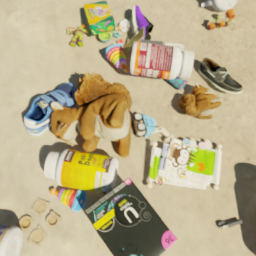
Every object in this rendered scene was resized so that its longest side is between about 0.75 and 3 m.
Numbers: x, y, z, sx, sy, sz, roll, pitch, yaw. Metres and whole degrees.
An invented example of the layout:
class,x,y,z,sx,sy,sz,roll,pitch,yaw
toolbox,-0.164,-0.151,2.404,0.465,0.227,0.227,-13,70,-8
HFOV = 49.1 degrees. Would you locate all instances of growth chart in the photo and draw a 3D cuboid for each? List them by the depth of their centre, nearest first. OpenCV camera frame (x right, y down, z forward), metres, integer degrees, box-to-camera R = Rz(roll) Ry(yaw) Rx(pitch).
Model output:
class,x,y,z,sx,sy,sz,roll,pitch,yaw
growth chart,2.055,1.266,10.060,2.738,0.243,1.981,4,69,-3

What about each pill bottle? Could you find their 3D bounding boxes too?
class,x,y,z,sx,sy,sz,roll,pitch,yaw
pill bottle,-4.585,3.563,8.452,2.356,1.308,1.308,4,64,3
pill bottle,-1.570,1.442,9.495,2.319,1.267,1.267,9,65,4
pill bottle,1.284,-2.578,10.936,2.334,1.279,1.279,8,64,2

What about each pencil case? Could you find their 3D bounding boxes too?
class,x,y,z,sx,sy,sz,roll,pitch,yaw
pencil case,1.886,-2.065,11.633,0.517,0.476,1.118,-45,72,0

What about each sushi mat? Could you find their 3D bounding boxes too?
class,x,y,z,sx,sy,sz,roll,pitch,yaw
sushi mat,0.238,-3.670,11.971,0.085,1.400,0.670,27,50,-28

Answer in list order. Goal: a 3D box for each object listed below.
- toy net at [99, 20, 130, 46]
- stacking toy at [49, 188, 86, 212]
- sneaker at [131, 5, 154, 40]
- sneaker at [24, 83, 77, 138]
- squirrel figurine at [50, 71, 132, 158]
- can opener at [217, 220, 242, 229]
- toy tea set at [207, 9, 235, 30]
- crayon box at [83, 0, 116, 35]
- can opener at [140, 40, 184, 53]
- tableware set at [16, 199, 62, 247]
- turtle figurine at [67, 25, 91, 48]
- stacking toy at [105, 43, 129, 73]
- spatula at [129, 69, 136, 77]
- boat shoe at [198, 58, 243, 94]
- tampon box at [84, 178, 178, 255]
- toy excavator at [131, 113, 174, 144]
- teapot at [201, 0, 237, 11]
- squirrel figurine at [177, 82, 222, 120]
class,x,y,z,sx,sy,sz,roll,pitch,yaw
toy net,-0.434,-4.400,12.815,1.005,0.370,1.916,34,68,17
stacking toy,-2.123,2.328,9.490,1.251,0.687,0.726,13,75,18
sneaker,0.676,-4.745,12.867,0.993,0.694,1.997,-2,69,-6
sneaker,-2.931,-0.842,10.712,0.976,1.085,2.639,29,66,15
squirrel figurine,-1.347,-0.551,10.278,2.777,2.106,2.975,0,58,13
can opener,3.353,3.149,9.266,0.787,0.210,0.263,-15,66,-8
toy tea set,4.273,-4.988,12.832,1.324,0.787,0.490,-15,64,-5
crayon box,-1.333,-5.057,12.816,1.125,0.552,1.894,-14,52,-6
can opener,1.326,-3.364,12.165,2.236,0.597,0.748,6,55,4
tableware set,-2.961,3.118,9.307,1.142,0.159,1.367,35,69,15
turtle figurine,-2.144,-4.231,12.675,1.501,0.483,1.210,5,64,3
stacking toy,-0.341,-2.784,11.736,0.768,0.813,1.400,-24,62,-12
spatula,0.329,-3.025,11.884,0.172,0.472,1.670,-1,77,45
boat shoe,3.766,-2.102,11.383,0.743,0.699,2.069,-31,60,-27
tampon box,0.046,3.076,8.606,1.728,1.456,2.306,-35,69,-16
toy excavator,0.932,0.028,10.587,1.348,0.673,1.311,-9,65,-15
teapot,4.463,-6.289,13.367,1.439,1.051,1.420,12,106,-20
squirrel figurine,2.674,-1.094,10.898,1.459,1.032,1.362,-8,60,-6
